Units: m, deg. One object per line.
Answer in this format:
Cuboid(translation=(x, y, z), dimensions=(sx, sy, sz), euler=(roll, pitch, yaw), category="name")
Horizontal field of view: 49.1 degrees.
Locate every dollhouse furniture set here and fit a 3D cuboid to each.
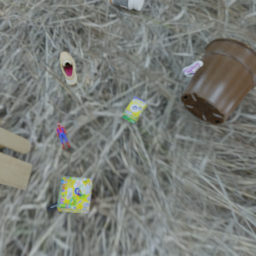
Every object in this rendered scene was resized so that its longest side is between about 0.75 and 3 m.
Cuboid(translation=(-5.301, 0.948, 10.888), dimensions=(2.628, 2.141, 2.499), euler=(-9, 61, 34), category="dollhouse furniture set")

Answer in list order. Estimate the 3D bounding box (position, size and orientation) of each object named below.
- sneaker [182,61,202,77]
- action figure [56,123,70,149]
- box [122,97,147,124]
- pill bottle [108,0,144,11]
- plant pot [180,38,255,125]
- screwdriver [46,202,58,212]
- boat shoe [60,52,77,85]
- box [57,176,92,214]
Cuboid(translation=(2.417, -2.109, 10.199), dimensions=(0.773, 0.280, 0.440), euler=(-29, 41, 8), category="sneaker")
Cuboid(translation=(-2.665, 0.281, 11.296), dimensions=(0.377, 0.297, 1.151), euler=(-22, 65, -7), category="action figure")
Cuboid(translation=(0.255, -0.737, 11.746), dimensions=(0.629, 0.259, 1.071), euler=(29, 71, 13), category="box")
Cuboid(translation=(-0.104, -6.464, 13.873), dimensions=(1.670, 0.972, 0.972), euler=(23, 68, 9), category="pill bottle")
Cuboid(translation=(3.550, -1.688, 11.055), dimensions=(2.595, 2.595, 2.569), euler=(35, 78, 14), category="plant pot")
Cuboid(translation=(-2.176, 2.714, 10.262), dimensions=(1.645, 0.229, 0.239), euler=(-16, 38, -9), category="screwdriver")
Cuboid(translation=(-2.666, -2.762, 12.434), dimensions=(0.651, 0.610, 1.765), euler=(-18, 68, -8), category="boat shoe")
Cuboid(translation=(-1.889, 2.406, 10.031), dimensions=(1.080, 0.684, 1.122), euler=(6, 62, -4), category="box")
